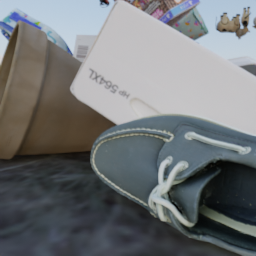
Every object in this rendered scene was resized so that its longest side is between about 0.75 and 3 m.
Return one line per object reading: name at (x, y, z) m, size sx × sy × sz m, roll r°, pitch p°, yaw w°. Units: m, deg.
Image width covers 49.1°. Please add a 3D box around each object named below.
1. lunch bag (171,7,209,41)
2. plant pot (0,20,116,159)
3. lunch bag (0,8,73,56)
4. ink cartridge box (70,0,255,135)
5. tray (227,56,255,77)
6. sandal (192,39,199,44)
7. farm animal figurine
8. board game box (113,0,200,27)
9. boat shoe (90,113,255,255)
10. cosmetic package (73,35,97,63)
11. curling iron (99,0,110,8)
lunch bag at (2.005, -3.531, 9.840) m, size 1.274 × 0.912 × 1.496 m, roll -24°, pitch -33°, yaw 28°
plant pot at (-1.204, -0.396, 4.646) m, size 1.825 × 2.104 × 2.104 m, roll 16°, pitch -3°, yaw -29°
lunch bag at (-3.281, -2.988, 10.155) m, size 2.734 × 1.127 × 2.198 m, roll 33°, pitch -16°, yaw 24°
ink cartridge box at (0.751, -0.485, 3.960) m, size 1.973 × 1.139 × 2.702 m, roll 33°, pitch 14°, yaw 8°
tray at (3.142, -1.568, 7.659) m, size 1.448 × 0.299 × 2.696 m, roll 0°, pitch 2°, yaw 42°
sandal at (1.974, -2.446, 8.536) m, size 0.482 × 0.440 × 1.108 m, roll -12°, pitch 1°, yaw 40°
farm animal figurine at (2.971, -2.626, 7.208) m, size 0.970 × 0.604 × 1.201 m, roll 3°, pitch 6°, yaw -35°
board game box at (0.490, -3.370, 6.887) m, size 0.972 × 2.007 × 1.600 m, roll -36°, pitch 8°, yaw -25°
boat shoe at (0.496, 0.338, 1.899) m, size 2.236 × 0.814 × 0.691 m, roll 10°, pitch 7°, yaw 35°
cosmetic package at (-0.712, -2.199, 9.823) m, size 0.950 × 1.352 × 2.666 m, roll 13°, pitch 5°, yaw 30°
curling iron at (-0.732, -3.118, 6.464) m, size 0.251 × 0.129 × 1.012 m, roll -16°, pitch -20°, yaw 20°
